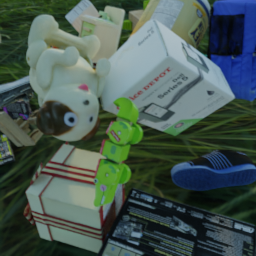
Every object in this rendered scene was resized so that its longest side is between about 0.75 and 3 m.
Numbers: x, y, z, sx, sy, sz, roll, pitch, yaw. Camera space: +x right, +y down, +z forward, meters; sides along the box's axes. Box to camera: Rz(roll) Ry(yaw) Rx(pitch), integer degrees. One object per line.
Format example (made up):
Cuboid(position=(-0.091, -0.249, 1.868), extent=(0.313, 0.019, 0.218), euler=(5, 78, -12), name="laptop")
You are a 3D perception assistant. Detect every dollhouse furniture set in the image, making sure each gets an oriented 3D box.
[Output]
Cuboid(position=(-2.672, -0.337, 7.186), extent=(1.211, 1.038, 1.274), euler=(-8, 40, 42), name="dollhouse furniture set")

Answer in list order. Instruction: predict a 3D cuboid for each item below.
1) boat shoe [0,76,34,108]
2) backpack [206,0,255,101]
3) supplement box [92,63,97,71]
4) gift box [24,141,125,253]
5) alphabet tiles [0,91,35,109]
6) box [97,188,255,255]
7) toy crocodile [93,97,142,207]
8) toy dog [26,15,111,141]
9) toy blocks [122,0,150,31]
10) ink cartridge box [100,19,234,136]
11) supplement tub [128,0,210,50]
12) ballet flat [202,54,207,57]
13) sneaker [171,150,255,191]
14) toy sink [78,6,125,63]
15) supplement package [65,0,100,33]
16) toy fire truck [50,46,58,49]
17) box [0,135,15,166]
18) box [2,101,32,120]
Cuboid(position=(-3.105, -1.049, 8.276), extent=(1.808, 0.652, 0.641), euler=(-30, 87, -35), name="boat shoe")
Cuboid(position=(3.493, -2.179, 8.113), extent=(2.331, 2.777, 2.257), euler=(20, 33, 36), name="backpack")
Cuboid(position=(-1.445, -2.427, 9.979), extent=(0.738, 1.112, 1.097), euler=(7, -4, -17), name="supplement box")
Cuboid(position=(-1.209, 1.488, 6.725), extent=(1.934, 2.072, 1.911), euler=(9, 33, 14), name="gift box")
Cuboid(position=(-5.008, -1.358, 12.147), extent=(1.600, 0.072, 1.914), euler=(2, 36, 2), name="alphabet tiles")
Cuboid(position=(0.941, 2.773, 5.625), extent=(2.805, 1.208, 2.297), euler=(13, 39, 17), name="box")
Cuboid(position=(-0.250, 0.466, 5.221), extent=(0.641, 2.077, 0.701), euler=(19, 6, 23), name="toy crocodile")
Cuboid(position=(-1.446, -0.853, 6.106), extent=(1.707, 2.372, 2.447), euler=(22, 35, -45), name="toy dog")
Cuboid(position=(1.374, -4.426, 11.877), extent=(2.783, 1.391, 1.902), euler=(-18, 45, -17), name="toy blocks")
Cuboid(position=(0.938, -1.030, 7.000), extent=(2.824, 2.054, 1.186), euler=(17, 48, -42), name="ink cartridge box")
Cuboid(position=(1.210, -2.838, 9.120), extent=(2.141, 2.141, 2.965), euler=(20, 75, 25), name="supplement tub")
Cuboid(position=(2.972, -2.693, 10.934), extent=(1.063, 0.356, 0.355), euler=(-5, 37, -43), name="ballet flat")
Cuboid(position=(2.417, 1.156, 8.173), extent=(2.565, 0.900, 0.999), euler=(1, 32, -9), name="sneaker")
Cuboid(position=(-0.887, -2.836, 8.376), extent=(0.900, 1.607, 1.047), euler=(-1, 27, -37), name="toy sink")
Cuboid(position=(-1.637, -4.019, 10.063), extent=(1.000, 0.584, 0.586), euler=(-41, 53, 4), name="supplement package")
Cuboid(position=(-2.276, -2.358, 8.033), extent=(0.490, 2.011, 1.418), euler=(23, 58, -11), name="toy fire truck")
Cuboid(position=(-4.332, 0.771, 9.112), extent=(1.004, 0.278, 1.254), euler=(-18, 40, -23), name="box")
Cuboid(position=(-4.240, -0.691, 10.663), extent=(1.083, 0.774, 0.196), euler=(5, 36, 6), name="box")
